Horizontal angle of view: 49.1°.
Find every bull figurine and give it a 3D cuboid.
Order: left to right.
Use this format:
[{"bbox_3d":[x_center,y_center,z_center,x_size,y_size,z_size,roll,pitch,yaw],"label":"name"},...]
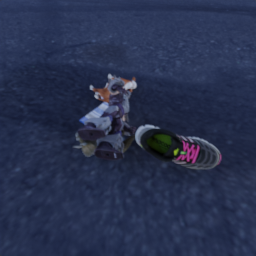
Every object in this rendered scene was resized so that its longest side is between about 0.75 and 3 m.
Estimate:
[{"bbox_3d":[-0.563,-1.608,11.146,1.171,0.628,1.928,23,40,31],"label":"bull figurine"}]

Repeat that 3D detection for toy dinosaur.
[{"bbox_3d":[-0.601,0.490,8.312,2.087,0.803,1.068,12,46,-16],"label":"toy dinosaur"}]

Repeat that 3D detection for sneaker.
[{"bbox_3d":[1.316,0.588,7.436,2.399,0.885,1.049,20,9,3],"label":"sneaker"}]

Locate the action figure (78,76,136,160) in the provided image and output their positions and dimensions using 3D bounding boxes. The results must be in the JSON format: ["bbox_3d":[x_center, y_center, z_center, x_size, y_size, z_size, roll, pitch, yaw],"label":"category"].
[{"bbox_3d":[-0.357,-0.355,8.372,1.029,1.930,2.966,-9,32,23],"label":"action figure"}]

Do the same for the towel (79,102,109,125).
[{"bbox_3d":[-1.030,-0.468,9.654,1.190,0.142,0.874,-37,36,-21],"label":"towel"}]
